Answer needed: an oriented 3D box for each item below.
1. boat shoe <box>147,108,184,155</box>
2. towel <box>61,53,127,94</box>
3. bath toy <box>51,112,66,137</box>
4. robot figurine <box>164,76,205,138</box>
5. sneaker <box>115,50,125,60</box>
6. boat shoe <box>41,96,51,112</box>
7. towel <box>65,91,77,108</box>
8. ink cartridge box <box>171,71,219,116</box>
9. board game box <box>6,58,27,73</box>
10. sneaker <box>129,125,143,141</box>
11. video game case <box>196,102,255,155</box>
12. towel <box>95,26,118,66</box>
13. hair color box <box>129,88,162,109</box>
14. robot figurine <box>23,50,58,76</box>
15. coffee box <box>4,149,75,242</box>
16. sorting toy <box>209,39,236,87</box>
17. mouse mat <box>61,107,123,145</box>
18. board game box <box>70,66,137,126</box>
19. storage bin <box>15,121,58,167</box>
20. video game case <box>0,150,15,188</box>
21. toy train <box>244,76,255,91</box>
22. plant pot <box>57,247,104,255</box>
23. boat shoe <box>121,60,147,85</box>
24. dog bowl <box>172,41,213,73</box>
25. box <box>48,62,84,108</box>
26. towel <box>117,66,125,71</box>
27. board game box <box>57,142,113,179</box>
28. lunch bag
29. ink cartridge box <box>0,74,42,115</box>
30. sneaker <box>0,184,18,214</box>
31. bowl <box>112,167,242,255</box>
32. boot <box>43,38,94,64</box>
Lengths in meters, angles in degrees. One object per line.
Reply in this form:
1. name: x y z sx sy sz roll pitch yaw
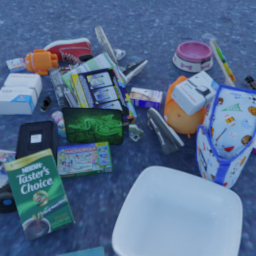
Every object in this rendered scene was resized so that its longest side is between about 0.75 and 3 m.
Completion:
1. boat shoe: 1.100 0.062 10.125 0.723 0.849 2.538 -37 35 3
2. towel: -1.366 -2.024 11.534 2.270 0.348 1.694 -35 79 -23
3. bath toy: -2.614 -0.200 10.663 0.470 0.553 1.272 3 36 -32
4. robot figurine: 2.078 -0.831 10.282 1.484 1.830 2.544 17 42 0
5. sneaker: -0.527 -3.760 14.396 0.485 0.317 0.844 22 44 21
6. boat shoe: -3.387 -1.047 11.643 0.332 0.284 0.907 21 39 -15
7. towel: -1.337 -1.153 11.511 2.107 0.240 1.518 -24 76 -21
8. ink cartridge box: 2.238 -1.145 9.159 1.311 0.549 0.951 -30 68 -22
9. board game box: -5.494 -3.087 13.777 0.797 0.223 0.781 -20 48 -19
10. sneaker: 0.267 0.259 9.978 0.359 1.070 0.480 -4 71 20
11. video game case: 4.007 -0.179 10.712 2.271 0.407 2.058 19 52 18
12. towel: -1.081 -3.965 13.669 0.383 1.474 2.224 -25 38 5
13. hair color box: 0.738 -1.244 11.819 1.323 0.429 0.723 8 47 10
14. robot figurine: -4.158 -3.106 13.305 1.595 1.147 0.930 -6 22 -6
15. coffee box: -2.495 1.846 7.900 1.369 0.490 2.227 -17 81 -13
16. sorting toy: 4.077 -2.629 11.868 0.366 1.856 2.006 -21 76 25
17. mouse mat: -1.206 -0.032 9.740 2.069 1.665 0.078 2 41 2
18. board game box: -0.990 -1.092 10.820 1.959 0.672 2.370 -15 71 -17
19. storage bin: -3.095 0.670 9.636 1.204 0.835 1.781 -7 47 -7
20. video game case: -4.730 1.418 9.322 1.866 0.221 1.698 6 45 7
21. toy train: 5.605 -1.828 12.316 0.249 0.334 1.457 14 39 -27
22. plant pot: -1.073 3.924 6.103 1.399 1.400 1.981 -8 54 -8
23. boat shoe: 0.163 -2.701 13.019 0.581 0.712 1.926 42 63 5
24. dog bowl: 3.245 -3.579 13.905 2.017 0.744 2.017 0 46 0
25. box: -2.432 -1.951 12.328 1.691 0.534 2.145 -16 52 -15
26. towel: -0.724 -2.612 13.380 1.125 0.194 1.083 16 50 12
27. board game box: -1.501 1.092 9.613 1.799 0.262 1.211 -7 46 -7
28. lunch bag: 2.970 0.440 8.594 1.681 2.308 2.715 13 57 18
29. ink cartridge box: -4.515 -1.427 11.734 1.335 0.783 1.823 2 44 1
30. sneaker: -3.293 1.914 8.484 2.264 0.829 0.927 -8 43 -22
31. bowl: 1.304 2.667 7.460 2.970 1.110 2.975 17 49 16
32. boot: -2.941 -3.425 13.739 2.452 0.888 1.769 -14 58 -5
